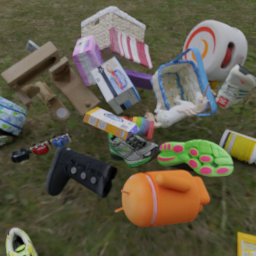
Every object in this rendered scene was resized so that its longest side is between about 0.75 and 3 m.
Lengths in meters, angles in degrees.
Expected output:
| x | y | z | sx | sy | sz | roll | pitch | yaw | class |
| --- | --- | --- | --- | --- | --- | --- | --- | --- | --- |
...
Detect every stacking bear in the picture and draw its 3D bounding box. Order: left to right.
| x | y | z | sx | sy | sz | roll | pitch | yaw | class |
| --- | --- | --- | --- | --- | --- | --- | --- | --- | --- |
| 0.158 | -0.031 | 6.518 | 0.829 | 0.471 | 0.503 | 13 | 5 | -1 | stacking bear |

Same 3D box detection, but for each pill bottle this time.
| x | y | z | sx | sy | sz | roll | pitch | yaw | class |
| --- | --- | --- | --- | --- | --- | --- | --- | --- | --- |
| 4.357 | 0.777 | 10.562 | 1.673 | 0.956 | 0.956 | 22 | 44 | 24 | pill bottle |

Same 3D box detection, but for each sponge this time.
| x | y | z | sx | sy | sz | roll | pitch | yaw | class |
| --- | --- | --- | --- | --- | --- | --- | --- | --- | --- |
| 0.420 | -1.889 | 11.139 | 1.577 | 0.880 | 0.235 | 10 | 71 | -21 | sponge |

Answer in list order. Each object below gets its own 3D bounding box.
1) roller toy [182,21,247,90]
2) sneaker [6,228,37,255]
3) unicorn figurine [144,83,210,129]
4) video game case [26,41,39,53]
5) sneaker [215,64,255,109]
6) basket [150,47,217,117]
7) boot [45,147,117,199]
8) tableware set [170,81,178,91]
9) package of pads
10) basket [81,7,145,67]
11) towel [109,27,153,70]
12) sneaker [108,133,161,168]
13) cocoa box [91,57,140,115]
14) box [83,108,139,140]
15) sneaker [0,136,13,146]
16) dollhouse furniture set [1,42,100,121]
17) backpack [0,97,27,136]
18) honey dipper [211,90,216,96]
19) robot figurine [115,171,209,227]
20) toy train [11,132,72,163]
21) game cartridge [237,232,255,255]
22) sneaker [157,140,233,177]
| x | y | z | sx | sy | sz | roll | pitch | yaw | class |
| --- | --- | --- | --- | --- | --- | --- | --- | --- | --- |
| 3.282 | -2.805 | 10.589 | 1.603 | 2.092 | 2.293 | 4 | 68 | -31 | roller toy |
| -2.695 | 3.582 | 7.236 | 0.841 | 0.852 | 2.230 | -26 | 46 | -30 | sneaker |
| 1.643 | -0.591 | 9.064 | 2.287 | 0.845 | 1.571 | -39 | 21 | 11 | unicorn figurine |
| -3.307 | -2.759 | 10.176 | 0.101 | 0.786 | 0.865 | -59 | 21 | -17 | video game case |
| 3.577 | -1.227 | 9.505 | 0.873 | 2.479 | 1.159 | 40 | 93 | 15 | sneaker |
| 1.909 | -1.397 | 9.584 | 1.722 | 2.183 | 2.476 | -17 | 4 | -17 | basket |
| -1.202 | 1.349 | 7.061 | 1.718 | 1.416 | 0.564 | 18 | 10 | 24 | boot |
| 3.084 | -2.215 | 14.734 | 1.675 | 0.257 | 1.128 | 10 | 40 | 13 | tableware set |
| -1.428 | -2.505 | 10.356 | 0.790 | 1.258 | 2.088 | -17 | 31 | 5 | package of pads |
| -0.711 | -3.831 | 12.358 | 2.141 | 1.738 | 2.161 | -5 | -12 | 44 | basket |
| 0.119 | -2.941 | 10.408 | 1.801 | 0.205 | 1.297 | 16 | 50 | -32 | towel |
| 0.037 | 0.459 | 7.123 | 0.763 | 0.833 | 1.955 | -29 | 20 | -32 | sneaker |
| -0.368 | -1.283 | 8.541 | 0.879 | 0.893 | 1.339 | -31 | 61 | 5 | cocoa box |
| -0.319 | -0.079 | 5.933 | 1.103 | 0.229 | 0.656 | 26 | 19 | 8 | box |
| -5.253 | 0.672 | 11.176 | 1.233 | 0.413 | 0.553 | -3 | 60 | -19 | sneaker |
| -2.285 | -1.198 | 8.980 | 2.135 | 2.245 | 1.830 | -40 | 84 | -13 | dollhouse furniture set |
| -5.315 | -0.538 | 11.526 | 2.287 | 1.866 | 1.758 | 39 | 82 | 26 | backpack |
| 4.254 | -2.031 | 14.570 | 0.238 | 0.238 | 1.255 | -8 | 44 | -9 | honey dipper |
| 0.712 | 1.460 | 5.906 | 1.927 | 1.124 | 1.386 | -1 | -3 | -17 | robot figurine |
| -2.028 | 0.472 | 6.570 | 1.504 | 0.257 | 0.344 | -21 | 34 | -2 | toy train |
| 3.504 | 3.455 | 7.951 | 0.763 | 0.140 | 0.866 | 10 | 42 | 12 | game cartridge |
| 1.835 | 0.790 | 7.532 | 0.978 | 0.895 | 2.333 | 13 | -4 | -36 | sneaker |
